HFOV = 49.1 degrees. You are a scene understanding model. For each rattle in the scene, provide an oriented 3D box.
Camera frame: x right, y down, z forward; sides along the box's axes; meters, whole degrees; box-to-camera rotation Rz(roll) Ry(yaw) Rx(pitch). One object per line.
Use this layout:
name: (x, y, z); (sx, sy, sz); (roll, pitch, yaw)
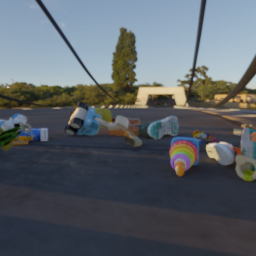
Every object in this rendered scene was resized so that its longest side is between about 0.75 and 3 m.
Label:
rattle: (2.760, 0.776, 6.527); (0.602, 0.843, 0.549); (-16, -17, -43)

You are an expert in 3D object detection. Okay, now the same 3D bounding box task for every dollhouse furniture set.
dollhouse furniture set: (5.922, 0.081, 14.301); (1.073, 0.556, 0.475); (-4, 9, -31)

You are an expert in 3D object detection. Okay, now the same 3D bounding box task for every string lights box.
string lights box: (-4.419, 0.317, 12.239); (1.727, 0.509, 0.887); (-2, 5, -16)

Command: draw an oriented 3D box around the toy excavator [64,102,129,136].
toy excavator: (-1.520, -0.253, 13.670); (2.512, 1.255, 2.442); (24, -32, -19)

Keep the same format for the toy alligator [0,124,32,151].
toy alligator: (-3.909, 0.309, 8.887); (2.134, 0.707, 0.513); (-21, 24, 10)

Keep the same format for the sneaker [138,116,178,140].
sneaker: (1.505, -0.045, 13.717); (1.206, 1.026, 2.644); (0, 4, 41)

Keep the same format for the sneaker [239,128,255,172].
sneaker: (3.633, 0.654, 7.641); (1.117, 0.998, 2.797); (8, 13, 21)

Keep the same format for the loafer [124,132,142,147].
loafer: (0.186, 0.487, 11.119); (0.399, 0.442, 1.167); (12, 16, -26)

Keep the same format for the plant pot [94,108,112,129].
plant pot: (-1.327, -0.586, 15.221); (0.824, 1.161, 1.161); (-13, 8, -9)

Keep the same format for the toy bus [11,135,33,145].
toy bus: (-4.332, 0.492, 11.338); (0.904, 0.354, 0.294); (-2, 1, -19)

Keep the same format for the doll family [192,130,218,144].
doll family: (3.186, 0.335, 11.933); (1.221, 0.550, 0.758); (-3, 7, -25)

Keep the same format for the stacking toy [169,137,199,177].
stacking toy: (1.386, 0.853, 7.237); (0.778, 0.823, 1.417); (2, 20, 17)

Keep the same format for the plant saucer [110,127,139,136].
plant saucer: (-0.058, 0.180, 14.388); (1.783, 0.334, 1.783); (0, 5, 0)

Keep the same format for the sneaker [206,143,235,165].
sneaker: (2.835, 0.667, 8.279); (0.601, 0.620, 1.698); (-16, 6, -1)

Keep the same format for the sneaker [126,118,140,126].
sneaker: (-0.012, -0.371, 18.594); (1.665, 0.594, 0.665); (0, -1, -43)

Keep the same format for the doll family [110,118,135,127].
doll family: (-0.450, -0.056, 15.797); (1.592, 0.717, 0.988); (18, 1, 5)

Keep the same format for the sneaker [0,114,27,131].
sneaker: (-5.888, -0.094, 14.947); (1.126, 0.974, 2.598); (7, 15, 5)
